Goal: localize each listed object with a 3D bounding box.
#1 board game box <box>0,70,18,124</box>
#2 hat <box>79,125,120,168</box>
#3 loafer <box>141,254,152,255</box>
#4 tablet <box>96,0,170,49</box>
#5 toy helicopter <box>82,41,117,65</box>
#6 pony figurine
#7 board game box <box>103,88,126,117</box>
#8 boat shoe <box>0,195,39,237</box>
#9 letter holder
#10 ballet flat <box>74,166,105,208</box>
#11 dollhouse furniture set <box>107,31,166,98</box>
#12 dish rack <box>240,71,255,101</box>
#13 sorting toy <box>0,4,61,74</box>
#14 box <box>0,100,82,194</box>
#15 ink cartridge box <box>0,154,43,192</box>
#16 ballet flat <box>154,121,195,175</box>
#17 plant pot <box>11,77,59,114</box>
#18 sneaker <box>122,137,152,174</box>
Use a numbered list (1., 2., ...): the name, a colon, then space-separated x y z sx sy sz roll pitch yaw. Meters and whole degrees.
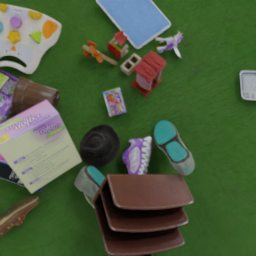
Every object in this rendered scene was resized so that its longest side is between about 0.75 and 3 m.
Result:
1. board game box: -4.578 -0.901 9.669 1.288 0.347 2.146 28 75 13
2. hat: -1.027 0.544 8.757 1.486 0.600 1.486 -5 79 25
3. loafer: 0.371 3.440 7.005 0.835 0.731 2.325 -5 31 -41
4. tablet: 0.186 -4.410 10.679 1.712 0.180 2.631 -37 83 -7
5. toy helicopter: -0.995 -2.594 9.968 1.342 0.887 0.529 26 103 -9
6. pony figurine: 1.541 -3.031 10.173 1.001 0.834 0.966 -11 63 12
7. board game box: -0.454 -0.865 9.454 0.578 0.192 0.859 -16 92 15
8. boat shoe: -3.360 2.648 8.454 1.588 0.572 0.536 -35 108 -18
9. letter holder: 0.519 2.241 7.351 2.397 1.205 1.703 5 41 -28
10. ballet flat: -0.500 2.316 8.446 2.789 0.940 0.888 41 105 12
11. dollhouse furniture set: 0.089 -2.292 9.593 2.369 1.275 0.963 41 77 12
12. dish rack: 4.407 -1.453 9.864 0.974 0.247 1.135 3 72 2
13. sorting toy: -3.919 -3.104 10.088 2.375 1.269 2.138 13 92 4
14. box: -2.548 0.544 7.963 1.734 1.971 0.953 -33 44 -18
15. ink cartridge box: -3.591 1.248 8.961 2.061 0.382 0.976 18 73 3
16. ballet flat: 1.364 0.616 8.617 0.787 0.744 2.336 -28 31 5
17. plant pot: -3.001 -0.946 9.261 1.228 1.240 1.240 12 73 -4
18. sneaker: 0.190 1.115 8.731 0.855 0.778 1.933 8 57 11
